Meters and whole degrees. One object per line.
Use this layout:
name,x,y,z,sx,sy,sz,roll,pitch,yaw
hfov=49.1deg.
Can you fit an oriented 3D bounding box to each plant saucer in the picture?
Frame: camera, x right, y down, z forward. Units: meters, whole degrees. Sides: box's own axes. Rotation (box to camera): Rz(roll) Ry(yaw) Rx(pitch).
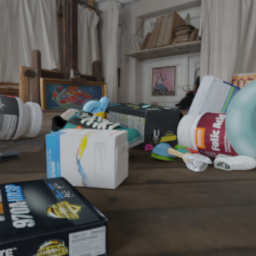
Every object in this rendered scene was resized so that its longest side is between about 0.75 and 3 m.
plant saucer,3.139,-0.117,5.878,2.074,2.074,0.399,2,-2,15

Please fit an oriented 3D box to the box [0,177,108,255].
box,-1.176,1.002,3.092,1.392,0.403,1.751,-3,6,-26

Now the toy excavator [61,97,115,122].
toy excavator,-2.155,-0.669,14.441,2.633,2.560,1.315,28,-2,-16

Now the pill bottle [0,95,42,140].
pill bottle,-4.856,-0.408,10.361,2.902,1.681,1.681,5,1,-42

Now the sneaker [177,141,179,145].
sneaker,1.871,0.314,9.337,0.582,0.564,1.594,-4,6,-33

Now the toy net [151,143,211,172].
toy net,1.352,0.715,6.545,1.026,0.378,1.956,10,4,-22

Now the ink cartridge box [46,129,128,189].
ink cartridge box,-0.712,0.530,5.221,1.285,0.929,0.946,1,6,13

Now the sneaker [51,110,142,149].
sneaker,-1.004,0.083,7.507,2.853,1.140,1.018,-4,11,28

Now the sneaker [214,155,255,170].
sneaker,2.304,0.797,6.048,0.866,0.331,0.349,-3,14,27

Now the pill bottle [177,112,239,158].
pill bottle,2.374,0.199,7.094,1.189,1.189,2.082,-5,8,-42

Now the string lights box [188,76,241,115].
string lights box,3.493,-0.524,9.030,2.710,1.393,0.799,21,7,-11

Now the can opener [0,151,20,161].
can opener,-3.090,0.764,6.964,0.833,0.222,0.278,-5,40,-45

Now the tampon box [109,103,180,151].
tampon box,0.476,-0.103,9.360,1.492,1.257,1.990,-6,13,-36

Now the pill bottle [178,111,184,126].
pill bottle,1.380,-0.065,10.101,0.734,0.734,1.312,-4,-25,-38

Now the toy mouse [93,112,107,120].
toy mouse,-0.314,-0.178,11.610,2.492,0.543,2.804,8,-16,-26
